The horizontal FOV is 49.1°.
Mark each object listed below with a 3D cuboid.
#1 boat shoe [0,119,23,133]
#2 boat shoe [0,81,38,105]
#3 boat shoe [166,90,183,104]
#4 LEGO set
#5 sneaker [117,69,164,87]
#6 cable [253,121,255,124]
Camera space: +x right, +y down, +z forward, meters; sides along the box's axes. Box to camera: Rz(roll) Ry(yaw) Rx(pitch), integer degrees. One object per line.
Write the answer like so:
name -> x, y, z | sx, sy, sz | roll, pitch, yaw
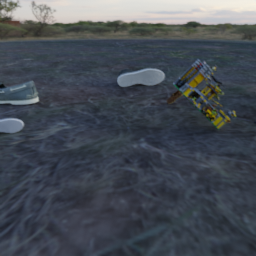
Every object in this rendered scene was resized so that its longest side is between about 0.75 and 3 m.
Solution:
boat shoe -> -3.714, -0.070, 8.245 | 1.229, 0.436, 0.429 | -11, 26, -9
boat shoe -> -5.005, -1.462, 11.090 | 2.886, 0.891, 1.051 | 2, 22, 5
boat shoe -> 1.740, -1.199, 10.595 | 0.259, 0.768, 0.276 | 28, 39, -38
LEGO set -> 2.517, -1.126, 8.583 | 1.724, 1.299, 2.242 | 41, 13, -20
sneaker -> 0.561, -2.652, 14.155 | 2.404, 0.850, 1.192 | -8, 28, -9
cable -> 4.143, -0.249, 7.622 | 1.226, 0.311, 1.000 | -21, 16, -1
